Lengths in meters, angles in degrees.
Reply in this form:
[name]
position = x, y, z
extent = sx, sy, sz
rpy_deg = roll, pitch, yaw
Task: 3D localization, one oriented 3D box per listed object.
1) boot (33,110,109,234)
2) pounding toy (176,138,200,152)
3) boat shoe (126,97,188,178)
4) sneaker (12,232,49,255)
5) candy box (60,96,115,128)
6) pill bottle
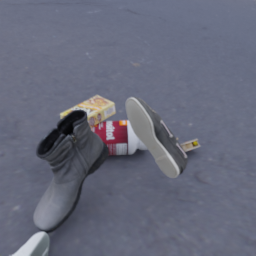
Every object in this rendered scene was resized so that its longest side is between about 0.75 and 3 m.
[boot]
position = -1.653, 0.978, 6.559
extent = 0.956, 1.803, 2.739
rpy_deg = 19, 68, 28
[pounding toy]
position = 1.836, 0.512, 9.115
extent = 0.948, 0.542, 0.544
rpy_deg = -16, 80, -18
[boat shoe]
position = 0.775, 0.183, 7.478
extent = 0.690, 2.422, 0.810
rpy_deg = -35, 6, -39
[sneaker]
position = -2.605, 3.113, 5.658
extent = 1.020, 0.895, 2.545
rpy_deg = 14, 40, 22
[candy box]
position = -1.252, -0.449, 8.848
extent = 1.520, 0.420, 0.877
rpy_deg = -32, 42, -33
[pill bottle]
position = -0.382, 0.326, 9.089
extent = 1.969, 1.112, 1.112
rpy_deg = -2, 38, -4
